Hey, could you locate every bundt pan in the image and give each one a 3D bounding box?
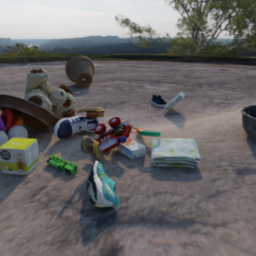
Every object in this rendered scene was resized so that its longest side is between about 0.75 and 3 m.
[{"bbox_3d":[5.939,-0.101,11.273,2.794,1.049,2.794,1,19,0],"label":"bundt pan"}]

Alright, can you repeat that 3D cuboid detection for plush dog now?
[{"bbox_3d":[-3.715,-1.154,13.557,2.485,2.321,2.893,6,45,-25],"label":"plush dog"}]

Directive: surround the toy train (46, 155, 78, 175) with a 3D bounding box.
[{"bbox_3d":[-2.112,1.172,8.893,1.312,0.274,0.370,15,35,35],"label":"toy train"}]

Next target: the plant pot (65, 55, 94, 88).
[{"bbox_3d":[-3.535,-4.035,21.195,2.279,2.279,1.987,-6,40,-16],"label":"plant pot"}]

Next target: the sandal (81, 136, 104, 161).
[{"bbox_3d":[-1.061,0.653,8.865,0.367,1.359,0.546,-11,58,22],"label":"sandal"}]

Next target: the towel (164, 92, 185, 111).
[{"bbox_3d":[2.489,-1.389,14.888,0.319,1.133,1.323,47,23,3],"label":"towel"}]

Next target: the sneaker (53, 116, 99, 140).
[{"bbox_3d":[-2.015,-0.027,11.492,1.179,0.761,2.172,6,17,22],"label":"sneaker"}]

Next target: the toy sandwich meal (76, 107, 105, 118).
[{"bbox_3d":[-1.569,-0.640,11.816,1.242,0.425,1.242,-5,5,0],"label":"toy sandwich meal"}]

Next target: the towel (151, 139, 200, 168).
[{"bbox_3d":[1.578,0.800,9.645,1.569,0.441,1.832,3,20,5],"label":"towel"}]

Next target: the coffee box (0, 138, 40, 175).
[{"bbox_3d":[-3.403,0.872,8.809,0.865,0.856,0.866,3,20,8],"label":"coffee box"}]

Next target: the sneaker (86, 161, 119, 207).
[{"bbox_3d":[-0.701,1.543,7.535,0.719,0.699,1.805,14,20,-19],"label":"sneaker"}]

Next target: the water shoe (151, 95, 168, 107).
[{"bbox_3d":[1.782,-1.571,16.117,0.498,0.550,1.393,-13,23,-32],"label":"water shoe"}]

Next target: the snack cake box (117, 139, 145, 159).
[{"bbox_3d":[0.091,0.727,9.992,0.581,0.340,1.011,-15,24,-31],"label":"snack cake box"}]

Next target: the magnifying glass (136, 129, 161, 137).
[{"bbox_3d":[0.675,0.181,10.887,0.808,0.227,2.031,3,0,-13],"label":"magnifying glass"}]

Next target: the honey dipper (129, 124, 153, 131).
[{"bbox_3d":[0.467,0.056,12.049,1.379,0.262,0.262,13,23,25],"label":"honey dipper"}]

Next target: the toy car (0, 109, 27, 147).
[{"bbox_3d":[-4.805,-0.023,10.592,1.802,1.351,1.577,-18,27,-42],"label":"toy car"}]

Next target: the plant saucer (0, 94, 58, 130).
[{"bbox_3d":[-4.176,-0.536,11.521,2.627,0.452,2.627,18,-18,6],"label":"plant saucer"}]

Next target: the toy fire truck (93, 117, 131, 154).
[{"bbox_3d":[-0.530,0.330,10.033,1.444,0.810,1.213,-26,35,-1],"label":"toy fire truck"}]
